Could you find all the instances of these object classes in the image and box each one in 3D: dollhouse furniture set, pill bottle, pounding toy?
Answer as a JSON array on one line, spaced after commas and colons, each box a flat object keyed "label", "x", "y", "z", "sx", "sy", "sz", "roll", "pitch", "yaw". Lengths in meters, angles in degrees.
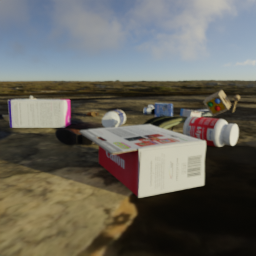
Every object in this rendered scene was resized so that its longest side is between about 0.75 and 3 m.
[{"label": "dollhouse furniture set", "x": -5.744, "y": -1.032, "z": 15.183, "sx": 1.873, "sy": 1.329, "sz": 1.484, "roll": -7, "pitch": 12, "yaw": -35}, {"label": "pill bottle", "x": 2.817, "y": 0.135, "z": 9.605, "sx": 1.670, "sy": 0.938, "sz": 0.938, "roll": 9, "pitch": 13, "yaw": 41}, {"label": "pill bottle", "x": -0.688, "y": -0.388, "z": 13.005, "sx": 0.789, "sy": 0.789, "sz": 1.422, "roll": 3, "pitch": 10, "yaw": 17}, {"label": "pounding toy", "x": 5.582, "y": -1.358, "z": 16.312, "sx": 1.748, "sy": 1.536, "sz": 0.800, "roll": -29, "pitch": 9, "yaw": 44}]

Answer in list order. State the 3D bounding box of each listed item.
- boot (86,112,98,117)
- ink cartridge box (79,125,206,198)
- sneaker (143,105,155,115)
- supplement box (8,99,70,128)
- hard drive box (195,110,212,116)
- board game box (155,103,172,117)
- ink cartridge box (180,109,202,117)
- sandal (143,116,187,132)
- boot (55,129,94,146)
[{"label": "boot", "x": -2.274, "y": -0.867, "z": 17.199, "sx": 0.651, "sy": 0.321, "sz": 0.838, "roll": 4, "pitch": 11, "yaw": 21}, {"label": "ink cartridge box", "x": 0.163, "y": 0.632, "z": 6.480, "sx": 2.120, "sy": 1.013, "sz": 2.415, "roll": -4, "pitch": 11, "yaw": -23}, {"label": "sneaker", "x": 1.569, "y": -1.116, "z": 18.256, "sx": 0.789, "sy": 0.552, "sz": 1.366, "roll": 8, "pitch": 19, "yaw": 21}, {"label": "supplement box", "x": -4.161, "y": -0.714, "z": 13.379, "sx": 2.568, "sy": 1.327, "sz": 1.299, "roll": -1, "pitch": 8, "yaw": 2}, {"label": "hard drive box", "x": 4.748, "y": -0.946, "z": 17.632, "sx": 0.848, "sy": 0.326, "sz": 0.661, "roll": -3, "pitch": 11, "yaw": -15}, {"label": "board game box", "x": 1.877, "y": -0.808, "z": 14.907, "sx": 0.977, "sy": 0.982, "sz": 0.213, "roll": 7, "pitch": 14, "yaw": 35}, {"label": "ink cartridge box", "x": 3.656, "y": -0.783, "z": 16.093, "sx": 0.723, "sy": 0.426, "sz": 1.256, "roll": 6, "pitch": 6, "yaw": -26}, {"label": "sandal", "x": 0.988, "y": 0.198, "z": 10.036, "sx": 2.832, "sy": 0.808, "sz": 1.125, "roll": -26, "pitch": 21, "yaw": -32}, {"label": "boot", "x": -1.682, "y": 0.207, "z": 10.366, "sx": 1.521, "sy": 0.553, "sz": 1.616, "roll": 2, "pitch": 9, "yaw": 13}]
